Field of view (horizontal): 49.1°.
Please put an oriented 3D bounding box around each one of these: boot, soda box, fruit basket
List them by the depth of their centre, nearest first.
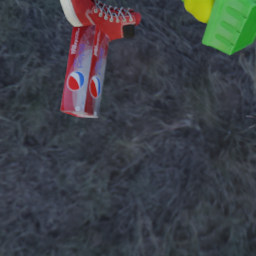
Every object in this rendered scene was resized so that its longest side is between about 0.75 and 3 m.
[{"bbox_3d":[-0.904,-1.181,5.966,0.589,0.650,1.857,4,83,24],"label":"soda box"},{"bbox_3d":[-0.624,-2.991,7.017,1.709,2.368,0.858,-8,71,12],"label":"boot"},{"bbox_3d":[2.444,-3.104,7.211,1.480,2.052,2.052,-29,76,-16],"label":"fruit basket"}]

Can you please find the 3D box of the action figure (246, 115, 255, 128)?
[{"bbox_3d":[3.195,0.036,5.363,0.919,1.800,1.070,-26,119,-11],"label":"action figure"}]
